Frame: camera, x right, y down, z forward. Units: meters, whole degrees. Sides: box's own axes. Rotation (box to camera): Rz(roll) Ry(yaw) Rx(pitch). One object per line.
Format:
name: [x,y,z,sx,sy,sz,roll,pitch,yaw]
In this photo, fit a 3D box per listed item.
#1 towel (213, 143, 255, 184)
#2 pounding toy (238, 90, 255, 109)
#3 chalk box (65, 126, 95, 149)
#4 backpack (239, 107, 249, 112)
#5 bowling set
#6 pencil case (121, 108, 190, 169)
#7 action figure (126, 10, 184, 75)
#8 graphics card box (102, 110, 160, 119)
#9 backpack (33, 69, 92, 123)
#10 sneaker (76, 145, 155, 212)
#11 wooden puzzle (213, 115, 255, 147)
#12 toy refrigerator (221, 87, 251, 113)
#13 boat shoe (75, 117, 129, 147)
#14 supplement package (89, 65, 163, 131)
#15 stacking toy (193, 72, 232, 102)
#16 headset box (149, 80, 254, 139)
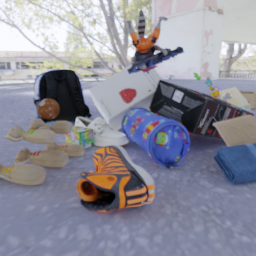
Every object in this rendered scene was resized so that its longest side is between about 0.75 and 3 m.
towel: [2.855,0.799,6.429,1.656,0.402,0.925,-4,47,-19]
pounding toy: [6.410,-1.646,16.196,1.744,0.908,1.985,5,14,19]
chalk box: [-1.433,0.315,8.612,0.915,0.566,0.569,9,16,36]
backpack: [4.248,-0.343,10.456,0.795,0.638,0.868,-18,64,-47]
bowling set: [-2.192,0.165,6.891,1.379,1.788,2.569,2,10,17]
pencil case: [0.720,0.153,8.008,1.274,1.145,2.934,23,5,-19]
action figure: [0.559,-1.961,6.660,1.521,1.472,0.796,-19,53,-17]
graphics card box: [0.130,-0.721,11.114,2.301,1.443,0.585,2,14,5]
backpack: [-2.964,-1.364,12.009,2.389,2.276,1.840,-11,17,-35]
sneaker: [-0.516,0.910,5.523,1.200,0.831,2.142,-6,14,-29]
wooden puzzle: [3.066,0.412,7.270,1.439,0.360,1.554,-12,59,-28]
toy refrigerator: [4.590,-0.956,12.071,0.766,0.831,2.189,-14,25,13]
boat shoe: [-0.978,0.067,9.120,2.323,0.805,0.823,11,17,37]
supplement package: [0.015,-1.138,9.901,2.291,1.389,1.372,-32,-18,-7]
stacking toy: [2.704,-1.337,8.936,0.916,0.285,1.215,6,42,-45]
headset box: [2.468,-0.515,9.124,2.845,1.067,2.115,8,18,-39]
